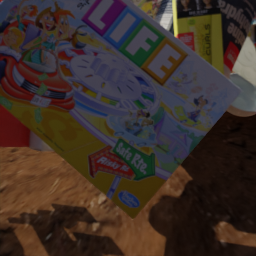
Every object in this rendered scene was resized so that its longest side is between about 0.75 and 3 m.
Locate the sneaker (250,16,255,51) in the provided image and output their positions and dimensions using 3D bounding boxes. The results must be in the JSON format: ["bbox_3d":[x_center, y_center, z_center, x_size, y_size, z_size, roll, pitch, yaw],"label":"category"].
[{"bbox_3d":[2.613,-1.550,5.425,0.439,1.246,0.582,-1,29,45],"label":"sneaker"}]

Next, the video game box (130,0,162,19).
[{"bbox_3d":[-0.296,-2.776,7.190,2.856,2.602,0.668,-45,67,6],"label":"video game box"}]

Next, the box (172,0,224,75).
[{"bbox_3d":[1.241,-1.400,4.998,0.809,2.149,0.538,-3,4,7],"label":"box"}]

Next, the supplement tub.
[{"bbox_3d":[1.558,-2.133,6.257,2.055,2.928,2.055,22,5,-2],"label":"supplement tub"}]

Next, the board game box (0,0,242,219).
[{"bbox_3d":[-0.409,-0.603,3.516,2.906,1.953,0.497,40,2,4],"label":"board game box"}]

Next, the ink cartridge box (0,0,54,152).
[{"bbox_3d":[-1.463,-0.987,4.729,2.435,2.763,0.618,3,0,-40],"label":"ink cartridge box"}]

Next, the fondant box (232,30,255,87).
[{"bbox_3d":[3.513,-1.993,7.254,0.696,1.723,2.388,-33,59,-17],"label":"fondant box"}]

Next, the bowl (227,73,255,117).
[{"bbox_3d":[3.556,-0.931,8.920,1.628,0.732,1.628,3,56,-4],"label":"bowl"}]
